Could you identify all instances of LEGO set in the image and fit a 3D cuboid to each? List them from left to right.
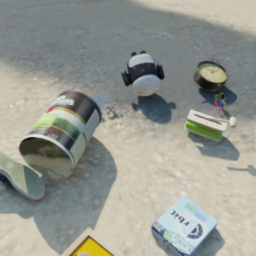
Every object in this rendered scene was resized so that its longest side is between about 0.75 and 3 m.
[{"bbox_3d":[-0.986,-1.007,12.585,1.223,0.300,0.914,-11,85,-18],"label":"LEGO set"}]

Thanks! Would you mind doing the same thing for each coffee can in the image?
[{"bbox_3d":[-2.359,0.188,10.253,1.993,1.993,2.723,10,42,12],"label":"coffee can"}]

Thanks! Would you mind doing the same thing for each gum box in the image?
[{"bbox_3d":[1.674,2.938,8.349,1.543,0.344,1.311,-32,50,-32],"label":"gum box"}]

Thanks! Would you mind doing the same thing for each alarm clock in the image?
[{"bbox_3d":[4.248,-2.790,14.387,1.648,0.813,2.443,25,56,6],"label":"alarm clock"}]

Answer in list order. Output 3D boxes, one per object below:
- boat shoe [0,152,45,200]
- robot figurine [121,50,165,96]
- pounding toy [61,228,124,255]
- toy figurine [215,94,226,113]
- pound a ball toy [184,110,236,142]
[{"bbox_3d":[-3.807,1.691,9.533,2.360,0.735,0.881,31,41,11],"label":"boat shoe"},{"bbox_3d":[0.711,-2.626,13.593,1.679,1.394,2.235,-27,65,31],"label":"robot figurine"},{"bbox_3d":[-1.174,3.569,6.750,2.079,1.478,1.914,27,47,28],"label":"pounding toy"},{"bbox_3d":[4.252,-1.147,12.864,0.471,0.892,0.535,-5,11,22],"label":"toy figurine"},{"bbox_3d":[3.318,-0.245,11.268,1.813,1.182,0.770,20,50,13],"label":"pound a ball toy"}]
